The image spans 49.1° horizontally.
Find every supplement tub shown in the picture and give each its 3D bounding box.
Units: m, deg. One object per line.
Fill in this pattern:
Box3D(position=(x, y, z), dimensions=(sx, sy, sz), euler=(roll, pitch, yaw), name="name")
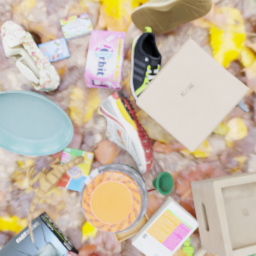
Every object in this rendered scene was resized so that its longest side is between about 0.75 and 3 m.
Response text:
Box3D(position=(-0.331, 1.852, 7.763), dimensions=(1.741, 2.841, 1.741), euler=(0, 82, 3), name="supplement tub")

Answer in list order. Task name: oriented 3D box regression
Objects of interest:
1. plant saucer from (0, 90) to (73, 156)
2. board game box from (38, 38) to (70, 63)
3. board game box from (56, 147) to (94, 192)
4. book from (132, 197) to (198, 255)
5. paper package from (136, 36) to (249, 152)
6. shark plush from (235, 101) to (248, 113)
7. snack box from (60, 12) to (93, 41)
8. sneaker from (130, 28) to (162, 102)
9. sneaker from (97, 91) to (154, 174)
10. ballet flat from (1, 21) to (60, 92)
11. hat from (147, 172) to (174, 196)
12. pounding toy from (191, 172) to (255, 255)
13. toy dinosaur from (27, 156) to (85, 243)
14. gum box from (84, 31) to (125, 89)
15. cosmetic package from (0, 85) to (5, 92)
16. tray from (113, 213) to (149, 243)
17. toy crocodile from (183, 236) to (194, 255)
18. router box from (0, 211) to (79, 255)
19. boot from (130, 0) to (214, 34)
Box3D(position=(-3.032, -0.170, 8.423), dimensions=(2.786, 2.786, 0.501), euler=(-2, 48, 0), name="plant saucer")
Box3D(position=(-2.548, -2.644, 9.678), dimensions=(0.927, 0.170, 0.701), euler=(-17, 83, -2), name="board game box")
Box3D(position=(-1.740, 1.359, 9.157), dimensions=(0.981, 0.258, 1.282), euler=(12, 83, 1), name="board game box")
Box3D(position=(1.153, 3.239, 8.652), dimensions=(1.212, 0.436, 1.814), euler=(41, 94, -5), name="book")
Box3D(position=(1.780, -0.911, 8.197), dimensions=(2.272, 1.233, 2.384), euler=(41, 95, 2), name="paper package")
Box3D(position=(3.321, -1.220, 9.235), dimensions=(0.777, 0.712, 1.711), euler=(-20, 84, -2), name="shark plush")
Box3D(position=(-1.777, -3.514, 9.734), dimensions=(1.003, 0.266, 0.713), euler=(-18, 84, -2), name="snack box")
Box3D(position=(0.596, -1.896, 8.984), dimensions=(0.934, 1.078, 2.604), euler=(-7, 86, -22), name="sneaker")
Box3D(position=(-0.047, 0.238, 9.043), dimensions=(1.116, 1.057, 2.715), euler=(-29, 85, 20), name="sneaker")
Box3D(position=(-3.383, -2.357, 9.145), dimensions=(2.897, 0.926, 1.096), euler=(47, 129, 5), name="ballet flat")
Box3D(position=(0.904, 1.824, 9.193), dimensions=(0.907, 0.799, 0.751), euler=(-1, 84, -40), name="hat")
Box3D(position=(2.997, 2.786, 8.357), dimensions=(2.394, 1.848, 2.600), euler=(-6, 81, -16), name="pounding toy")
Box3D(position=(-2.467, 1.702, 8.325), dimensions=(1.462, 0.832, 2.753), euler=(20, 66, 44), name="toy dinosaur")
Box3D(position=(-0.726, -2.174, 9.094), dimensions=(1.110, 0.647, 1.955), euler=(4, 66, 1), name="gum box")
Box3D(position=(-4.599, -0.988, 9.197), dimensions=(1.084, 0.733, 2.061), euler=(-42, 85, -4), name="cosmetic package")
Box3D(position=(0.084, 3.123, 8.973), dimensions=(1.206, 0.223, 0.595), euler=(-25, 84, -4), name="tray")
Box3D(position=(1.879, 3.664, 8.890), dimensions=(0.311, 0.284, 0.921), euler=(-19, 84, 29), name="toy crocodile")
Box3D(position=(-2.971, 4.061, 8.596), dimensions=(2.358, 0.733, 1.767), euler=(-42, 85, -5), name="router box")
Box3D(position=(1.608, -4.298, 8.938), dimensions=(1.084, 2.979, 2.315), euler=(43, 63, -33), name="boot")
